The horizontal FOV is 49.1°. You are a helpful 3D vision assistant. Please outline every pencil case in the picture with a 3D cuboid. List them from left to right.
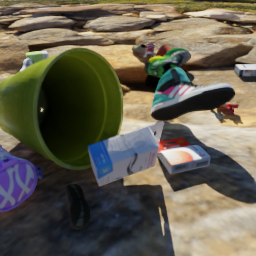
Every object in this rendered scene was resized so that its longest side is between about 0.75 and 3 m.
[{"bbox_3d":[-3.158,0.698,5.940,2.765,1.182,1.160,20,42,30],"label":"pencil case"}]

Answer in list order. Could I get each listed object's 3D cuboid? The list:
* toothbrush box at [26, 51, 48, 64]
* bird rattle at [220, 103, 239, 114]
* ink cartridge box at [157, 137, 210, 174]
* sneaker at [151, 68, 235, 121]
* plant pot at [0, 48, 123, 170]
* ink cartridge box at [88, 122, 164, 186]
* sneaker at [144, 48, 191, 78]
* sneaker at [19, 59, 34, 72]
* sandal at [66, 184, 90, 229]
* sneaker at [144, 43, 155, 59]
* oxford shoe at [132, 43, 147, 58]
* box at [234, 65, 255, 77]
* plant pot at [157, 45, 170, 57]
[{"bbox_3d":[-3.985,-2.990,12.345,0.893,0.650,0.384,-12,34,-17],"label":"toothbrush box"},{"bbox_3d":[3.125,-0.797,9.067,0.873,0.492,0.712,14,18,15],"label":"bird rattle"},{"bbox_3d":[1.266,0.556,6.986,1.045,0.323,1.288,-10,36,-16],"label":"ink cartridge box"},{"bbox_3d":[1.783,-1.163,8.158,2.402,1.004,1.450,-14,57,28],"label":"sneaker"},{"bbox_3d":[-1.904,-0.485,6.861,2.531,2.629,2.629,5,29,37],"label":"plant pot"},{"bbox_3d":[0.063,0.562,5.986,1.688,0.979,0.573,-19,61,-13],"label":"ink cartridge box"},{"bbox_3d":[1.828,-2.626,11.732,2.298,0.897,0.979,-30,50,-26],"label":"sneaker"},{"bbox_3d":[-3.707,-2.406,11.367,1.116,0.587,1.545,-10,41,3],"label":"sneaker"},{"bbox_3d":[-1.014,1.519,5.375,0.426,0.284,1.041,10,30,-32],"label":"sandal"},{"bbox_3d":[0.978,-3.541,12.884,0.387,0.611,1.087,8,0,-6],"label":"sneaker"},{"bbox_3d":[0.674,-3.952,13.955,0.541,0.574,1.535,-17,35,-25],"label":"oxford shoe"},{"bbox_3d":[5.071,-2.403,11.719,1.054,0.317,0.615,0,32,-1],"label":"box"},{"bbox_3d":[1.827,-3.295,12.834,0.758,0.758,0.737,-17,44,-26],"label":"plant pot"}]
